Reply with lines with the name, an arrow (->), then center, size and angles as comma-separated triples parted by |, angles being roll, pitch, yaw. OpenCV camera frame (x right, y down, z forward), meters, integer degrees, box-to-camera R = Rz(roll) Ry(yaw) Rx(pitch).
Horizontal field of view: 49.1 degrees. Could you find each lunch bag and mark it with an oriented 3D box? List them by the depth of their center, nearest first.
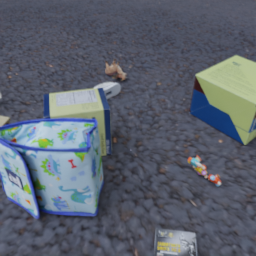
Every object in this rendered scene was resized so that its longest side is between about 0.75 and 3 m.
lunch bag -> -2.298, 1.129, 7.957 | 2.939, 2.499, 1.873 | 2, 32, 5

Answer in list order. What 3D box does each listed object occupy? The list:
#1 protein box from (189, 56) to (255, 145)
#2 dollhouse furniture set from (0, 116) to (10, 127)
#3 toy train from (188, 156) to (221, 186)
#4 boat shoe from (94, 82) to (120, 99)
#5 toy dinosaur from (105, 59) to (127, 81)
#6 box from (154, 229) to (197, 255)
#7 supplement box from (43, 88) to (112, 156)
protein box -> 4.548, -1.258, 11.387 | 2.795, 1.886, 2.774 | -28, 47, -30
dollhouse furniture set -> -4.100, 0.348, 9.795 | 2.592, 1.441, 2.292 | 9, 40, 11
toy train -> 2.462, 1.310, 8.921 | 0.347, 1.249, 0.938 | -49, 25, -10
boat shoe -> -1.278, -1.652, 12.831 | 2.035, 0.732, 0.669 | -32, 43, -33
toy dinosaur -> -0.799, -2.914, 14.391 | 0.669, 1.056, 1.558 | 7, -1, -44
box -> 1.230, 3.135, 7.335 | 1.075, 0.260, 0.851 | 5, 40, 6
supplement box -> -1.724, -0.092, 9.822 | 2.079, 2.082, 1.397 | -9, 40, -10
